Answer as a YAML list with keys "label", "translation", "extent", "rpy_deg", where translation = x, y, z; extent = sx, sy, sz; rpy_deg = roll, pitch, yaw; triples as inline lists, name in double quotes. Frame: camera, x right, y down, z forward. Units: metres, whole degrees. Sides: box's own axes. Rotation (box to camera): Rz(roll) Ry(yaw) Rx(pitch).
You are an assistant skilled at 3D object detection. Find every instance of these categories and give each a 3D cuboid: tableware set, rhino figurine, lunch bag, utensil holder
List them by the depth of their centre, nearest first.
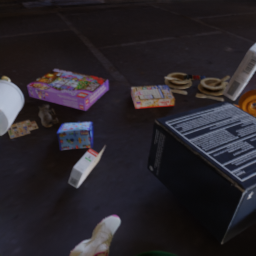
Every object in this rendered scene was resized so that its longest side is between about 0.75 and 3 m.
- label: "utensil holder"
  translation: [-4.094, -0.609, 8.697]
  extent: [1.276, 1.276, 1.501]
  rpy_deg: [-2, 32, -2]
- label: "lunch bag"
  translation: [-1.629, 0.094, 8.851]
  extent: [0.989, 0.618, 1.314]
  rpy_deg: [-5, 26, -3]
- label: "rhino figurine"
  translation: [-2.803, -0.464, 9.641]
  extent: [0.533, 0.364, 1.218]
  rpy_deg: [-23, 48, -13]
- label: "tableware set"
  translation: [2.816, -1.939, 11.699]
  extent: [2.601, 0.521, 1.719]
  rpy_deg: [13, 37, 18]

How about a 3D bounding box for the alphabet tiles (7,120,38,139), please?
- label: "alphabet tiles"
  translation: [-3.525, 0.015, 9.354]
  extent: [0.930, 0.035, 0.777]
  rpy_deg: [-18, 39, -23]

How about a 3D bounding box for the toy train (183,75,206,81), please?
- label: "toy train"
  translation: [2.834, -2.116, 11.773]
  extent: [1.181, 0.201, 0.271]
  rpy_deg: [-2, -7, -29]

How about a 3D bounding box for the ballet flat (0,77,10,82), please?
- label: "ballet flat"
  translation: [-5.120, -1.961, 11.758]
  extent: [0.326, 0.354, 1.033]
  rpy_deg: [11, 6, -18]

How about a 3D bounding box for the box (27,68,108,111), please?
- label: "box"
  translation: [-2.364, -1.605, 11.204]
  extent: [2.660, 0.520, 1.820]
  rpy_deg: [15, 39, 20]

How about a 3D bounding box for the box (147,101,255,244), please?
- label: "box"
  translation: [2.308, 0.811, 6.681]
  extent: [2.655, 1.636, 2.633]
  rpy_deg: [-15, 37, -29]

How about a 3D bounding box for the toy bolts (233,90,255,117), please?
- label: "toy bolts"
  translation: [4.020, -0.518, 8.790]
  extent: [1.901, 1.816, 1.319]
  rpy_deg: [17, 39, 1]

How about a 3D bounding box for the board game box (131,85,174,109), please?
- label: "board game box"
  translation: [0.919, -1.222, 10.832]
  extent: [1.487, 0.344, 1.127]
  rpy_deg: [-4, 36, -6]

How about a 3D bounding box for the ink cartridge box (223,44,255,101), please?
- label: "ink cartridge box"
  translation: [4.780, -2.362, 11.053]
  extent: [0.582, 1.970, 2.460]
  rpy_deg: [35, 41, 18]

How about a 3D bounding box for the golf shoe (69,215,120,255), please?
- label: "golf shoe"
  translation: [-0.540, 2.350, 5.611]
  extent: [0.614, 0.505, 1.342]
  rpy_deg: [20, 47, 37]

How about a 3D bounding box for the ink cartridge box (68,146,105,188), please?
- label: "ink cartridge box"
  translation: [-1.081, 0.940, 7.435]
  extent: [0.312, 0.676, 1.240]
  rpy_deg: [31, 41, 5]

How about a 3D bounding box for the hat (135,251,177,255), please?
- label: "hat"
  translation: [0.634, 2.391, 4.174]
  extent: [1.976, 2.100, 2.386]
  rpy_deg: [-12, 37, -16]
